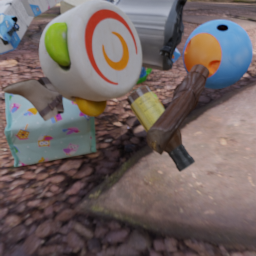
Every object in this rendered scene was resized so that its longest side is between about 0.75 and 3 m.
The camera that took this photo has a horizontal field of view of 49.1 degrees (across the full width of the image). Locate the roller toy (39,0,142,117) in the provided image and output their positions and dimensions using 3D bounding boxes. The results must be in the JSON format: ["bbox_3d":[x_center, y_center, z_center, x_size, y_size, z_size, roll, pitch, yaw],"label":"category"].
[{"bbox_3d":[-0.744,-1.437,5.686,1.414,2.023,1.846,-3,47,43],"label":"roller toy"}]

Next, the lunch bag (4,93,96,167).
[{"bbox_3d":[-2.529,-0.405,8.986,2.549,1.825,2.993,-11,38,-16],"label":"lunch bag"}]

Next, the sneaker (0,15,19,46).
[{"bbox_3d":[-3.090,-2.594,7.273,0.480,0.418,1.066,-8,59,-2],"label":"sneaker"}]

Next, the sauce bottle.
[{"bbox_3d":[0.661,0.023,5.594,0.588,0.588,1.819,-24,77,-35],"label":"sauce bottle"}]

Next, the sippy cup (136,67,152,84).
[{"bbox_3d":[0.026,-3.302,13.904,1.908,1.780,2.429,19,35,28],"label":"sippy cup"}]

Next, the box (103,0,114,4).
[{"bbox_3d":[-0.748,-2.997,8.297,0.777,1.466,0.896,46,10,28],"label":"box"}]

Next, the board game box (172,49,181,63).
[{"bbox_3d":[1.234,-3.514,11.405,1.534,0.438,1.566,23,32,-31],"label":"board game box"}]

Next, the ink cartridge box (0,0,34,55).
[{"bbox_3d":[-4.064,-3.340,8.866,1.605,0.939,2.768,-12,44,14],"label":"ink cartridge box"}]

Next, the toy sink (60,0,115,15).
[{"bbox_3d":[-0.895,-3.820,10.018,2.508,1.405,1.635,28,55,15],"label":"toy sink"}]

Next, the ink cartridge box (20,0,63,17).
[{"bbox_3d":[-2.283,-3.516,7.451,0.380,0.645,1.120,20,53,38],"label":"ink cartridge box"}]

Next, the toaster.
[{"bbox_3d":[0.460,-2.503,7.132,1.726,1.518,2.672,10,48,14],"label":"toaster"}]

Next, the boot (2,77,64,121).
[{"bbox_3d":[-1.581,-0.474,4.924,0.362,0.753,1.030,-19,5,43],"label":"boot"}]

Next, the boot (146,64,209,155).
[{"bbox_3d":[0.818,-0.139,5.316,0.568,1.647,1.767,27,65,11],"label":"boot"}]

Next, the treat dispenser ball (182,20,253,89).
[{"bbox_3d":[2.695,-2.211,8.559,2.030,2.030,2.030,0,30,0],"label":"treat dispenser ball"}]
